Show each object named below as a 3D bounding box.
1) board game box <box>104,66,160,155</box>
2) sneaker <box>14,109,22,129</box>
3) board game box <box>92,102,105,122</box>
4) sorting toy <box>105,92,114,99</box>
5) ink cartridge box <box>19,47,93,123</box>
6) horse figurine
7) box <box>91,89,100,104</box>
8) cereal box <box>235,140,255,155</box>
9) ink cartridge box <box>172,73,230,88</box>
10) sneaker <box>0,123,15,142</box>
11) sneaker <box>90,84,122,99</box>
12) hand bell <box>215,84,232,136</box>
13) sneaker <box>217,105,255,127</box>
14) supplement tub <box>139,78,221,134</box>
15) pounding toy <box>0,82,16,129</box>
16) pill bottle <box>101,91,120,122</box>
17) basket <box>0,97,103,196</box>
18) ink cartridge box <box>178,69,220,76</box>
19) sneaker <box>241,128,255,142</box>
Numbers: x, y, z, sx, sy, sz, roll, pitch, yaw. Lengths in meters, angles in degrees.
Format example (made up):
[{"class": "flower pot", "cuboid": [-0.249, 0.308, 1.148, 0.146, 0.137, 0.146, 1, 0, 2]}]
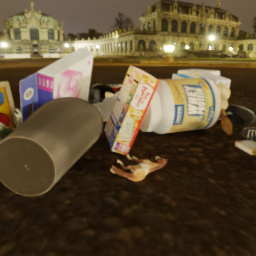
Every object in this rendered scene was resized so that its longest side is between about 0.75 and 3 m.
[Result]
[{"class": "board game box", "cuboid": [0.009, -0.651, 9.243, 0.589, 2.542, 1.926, 19, 15, -18]}, {"class": "sneaker", "cuboid": [-3.855, -0.097, 9.970, 0.506, 1.154, 0.436, -24, 12, -13]}, {"class": "board game box", "cuboid": [-1.269, -0.809, 13.688, 1.809, 0.461, 2.691, 14, 21, 40]}, {"class": "sorting toy", "cuboid": [-0.465, -1.538, 15.929, 1.242, 0.737, 1.380, -2, 16, -33]}, {"class": "ink cartridge box", "cuboid": [-2.268, -0.879, 9.274, 0.616, 2.795, 2.846, 28, 44, 13]}, {"class": "horse figurine", "cuboid": [0.226, 1.045, 7.393, 1.038, 0.391, 1.566, 20, 23, 31]}, {"class": "box", "cuboid": [-1.960, -1.895, 16.758, 0.210, 0.824, 0.650, -12, 21, -43]}, {"class": "cereal box", "cuboid": [4.073, 0.641, 9.242, 0.649, 0.178, 0.902, -4, 17, -12]}, {"class": "ink cartridge box", "cuboid": [3.662, -1.810, 14.522, 2.390, 1.754, 1.745, -7, 24, -22]}, {"class": "sneaker", "cuboid": [-3.450, 0.531, 8.319, 1.301, 1.129, 2.937, 6, 16, -25]}, {"class": "sneaker", "cuboid": [-1.038, -2.360, 18.429, 2.822, 0.994, 1.319, -1, 4, -6]}, {"class": "hand bell", "cuboid": [3.866, -0.609, 11.461, 1.220, 1.220, 2.343, -1, 47, -2]}, {"class": "sneaker", "cuboid": [4.792, -0.727, 12.628, 1.367, 0.897, 2.376, -15, 20, -37]}, {"class": "supplement tub", "cuboid": [1.857, -0.868, 10.971, 2.889, 2.090, 2.090, -7, 18, -19]}, {"class": "pounding toy", "cuboid": [-5.048, -0.315, 9.503, 1.708, 2.211, 2.402, -4, 12, 34]}, {"class": "pill bottle", "cuboid": [0.079, -0.975, 12.408, 1.481, 1.481, 2.589, 12, 20, 36]}, {"class": "basket", "cuboid": [-2.104, 0.418, 7.328, 2.388, 1.801, 2.649, -14, 17, 15]}, {"class": "ink cartridge box", "cuboid": [4.804, -3.084, 19.238, 1.689, 1.681, 2.302, -14, 21, -36]}, {"class": "sneaker", "cuboid": [4.835, 0.256, 10.129, 1.472, 0.544, 0.596, 9, 11, 5]}]
